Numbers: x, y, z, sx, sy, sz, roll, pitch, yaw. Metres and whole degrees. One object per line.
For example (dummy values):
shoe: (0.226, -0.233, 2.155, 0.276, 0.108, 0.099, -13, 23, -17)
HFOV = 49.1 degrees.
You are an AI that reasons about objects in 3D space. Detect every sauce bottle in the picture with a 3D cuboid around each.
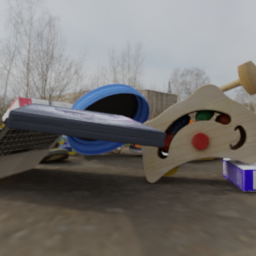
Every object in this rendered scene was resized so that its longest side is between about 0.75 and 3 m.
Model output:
sauce bottle: (2.455, 0.651, 8.456, 1.921, 0.634, 0.634, 4, -1, -37)

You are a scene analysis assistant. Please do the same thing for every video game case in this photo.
video game case: (-0.744, -0.125, 4.726, 1.949, 0.259, 2.728, 8, 4, -14)

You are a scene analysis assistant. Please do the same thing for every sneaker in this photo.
sneaker: (1.244, 0.208, 9.619, 2.577, 1.444, 1.000, -1, 2, -23)

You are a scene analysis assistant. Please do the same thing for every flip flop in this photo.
flip flop: (-2.529, 0.607, 8.614, 1.008, 0.715, 2.485, -1, 2, -26)

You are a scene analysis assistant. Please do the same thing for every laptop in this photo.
laptop: (-1.350, 0.557, 5.547, 1.515, 2.614, 2.448, 45, 11, 10)

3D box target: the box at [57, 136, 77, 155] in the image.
box: (-2.200, 0.572, 10.517, 0.723, 0.664, 2.065, 1, 1, 0)

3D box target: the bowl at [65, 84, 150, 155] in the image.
bowl: (-0.663, -0.225, 8.897, 2.804, 0.550, 2.804, -20, -35, -15)

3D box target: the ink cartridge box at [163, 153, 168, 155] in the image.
ink cartridge box: (0.916, 0.837, 7.401, 0.808, 0.343, 0.588, 2, 3, 22)

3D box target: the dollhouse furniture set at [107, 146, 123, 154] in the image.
dollhouse furniture set: (-0.625, 0.585, 10.494, 0.906, 0.642, 0.986, 0, 2, 8)

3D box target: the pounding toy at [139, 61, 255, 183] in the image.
pounding toy: (1.678, 0.097, 5.867, 2.947, 1.685, 1.691, -33, -6, 12)

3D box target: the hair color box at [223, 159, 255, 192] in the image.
hair color box: (2.337, 0.866, 5.334, 0.722, 0.428, 1.321, 0, 3, 5)

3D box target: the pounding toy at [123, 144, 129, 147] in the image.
pounding toy: (-0.998, 0.232, 13.295, 1.930, 1.160, 2.501, -1, 2, -23)

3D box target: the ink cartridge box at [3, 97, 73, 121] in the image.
ink cartridge box: (-4.407, -0.375, 14.054, 2.919, 1.238, 2.126, 2, -27, -43)
